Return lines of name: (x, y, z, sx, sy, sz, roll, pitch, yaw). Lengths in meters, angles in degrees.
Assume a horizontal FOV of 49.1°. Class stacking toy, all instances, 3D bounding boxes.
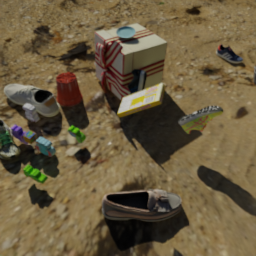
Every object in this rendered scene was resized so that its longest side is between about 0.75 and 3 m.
stacking toy: (-3.216, 0.487, 9.494, 2.980, 0.700, 2.247, 24, 50, 20)

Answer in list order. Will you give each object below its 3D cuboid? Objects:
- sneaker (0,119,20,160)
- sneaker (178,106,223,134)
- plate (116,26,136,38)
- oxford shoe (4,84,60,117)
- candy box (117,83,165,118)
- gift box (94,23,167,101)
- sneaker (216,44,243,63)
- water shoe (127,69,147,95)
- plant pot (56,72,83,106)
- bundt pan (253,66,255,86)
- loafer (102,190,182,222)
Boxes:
sneaker: (-4.210, 0.354, 9.468, 0.688, 0.793, 1.790, -24, 49, -23)
sneaker: (2.390, -0.236, 9.016, 1.467, 0.663, 0.573, -22, 10, 33)
plate: (-0.091, -3.730, 10.977, 0.777, 0.099, 0.777, -1, 54, 2)
oxford shoe: (-3.901, -1.326, 11.231, 2.853, 0.824, 1.073, 24, 52, 26)
candy box: (0.334, -0.719, 7.439, 1.341, 0.177, 0.686, -16, 38, 35)
gift box: (0.029, -2.738, 11.539, 2.482, 2.453, 2.658, -23, 44, -25)
sneaker: (5.041, -3.701, 13.861, 1.436, 0.607, 0.538, 34, 53, 30)
water shoe: (0.270, -1.462, 10.591, 0.606, 1.537, 0.549, 19, 21, 13)
plant pot: (-2.438, -1.612, 11.351, 1.075, 1.046, 1.075, 0, 44, 0)
bundt pan: (6.335, -2.028, 11.996, 2.036, 0.764, 2.036, 1, 44, 0)
loafer: (0.404, 2.082, 7.713, 2.270, 0.714, 0.816, -4, 44, -4)
